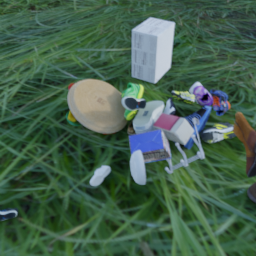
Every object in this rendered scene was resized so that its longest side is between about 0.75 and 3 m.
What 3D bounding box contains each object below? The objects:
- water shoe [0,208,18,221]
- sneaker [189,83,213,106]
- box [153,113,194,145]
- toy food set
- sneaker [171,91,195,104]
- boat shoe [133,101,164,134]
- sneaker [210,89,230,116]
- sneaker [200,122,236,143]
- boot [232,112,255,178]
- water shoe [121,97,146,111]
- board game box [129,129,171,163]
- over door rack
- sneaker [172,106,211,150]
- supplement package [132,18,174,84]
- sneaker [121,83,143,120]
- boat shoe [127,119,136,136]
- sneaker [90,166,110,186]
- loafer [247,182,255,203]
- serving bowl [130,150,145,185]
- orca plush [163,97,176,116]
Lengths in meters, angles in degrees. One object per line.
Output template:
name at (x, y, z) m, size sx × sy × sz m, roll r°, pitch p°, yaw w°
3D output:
water shoe at (-4.014, 2.801, 9.095) m, size 0.862 × 0.308 × 0.340 m, roll -3°, pitch 14°, yaw -1°
sneaker at (3.393, -1.315, 12.453) m, size 0.693 × 1.723 × 0.762 m, roll -49°, pitch 50°, yaw 10°
box at (1.720, 0.022, 10.718) m, size 0.698 × 0.820 × 1.282 m, roll -53°, pitch 36°, yaw -13°
toy food set at (-1.315, -0.985, 12.306) m, size 2.922 × 0.718 × 2.952 m, roll 23°, pitch 49°, yaw -16°
sneaker at (2.143, -1.247, 10.891) m, size 0.930 × 0.351 × 0.355 m, roll 21°, pitch 75°, yaw 2°
boat shoe at (0.895, -0.317, 11.965) m, size 0.963 × 0.983 × 2.759 m, roll 2°, pitch 28°, yaw 22°
sneaker at (3.257, -0.892, 10.020) m, size 0.533 × 1.416 × 0.555 m, roll 24°, pitch 76°, yaw 45°
sneaker at (3.742, 0.167, 11.832) m, size 1.743 × 0.649 × 0.737 m, roll -4°, pitch 35°, yaw -18°
boot at (3.798, 0.572, 9.126) m, size 0.579 × 1.591 × 1.690 m, roll -15°, pitch 38°, yaw -6°
water shoe at (0.117, -0.943, 11.072) m, size 0.577 × 0.522 × 1.461 m, roll 8°, pitch 3°, yaw 38°
board game box at (0.811, 0.703, 10.027) m, size 1.171 × 1.468 × 0.711 m, roll -12°, pitch 68°, yaw 14°
over door rack at (2.001, 0.583, 10.668) m, size 1.521 × 0.686 × 2.059 m, roll -31°, pitch 33°, yaw 29°
sneaker at (2.669, -0.218, 11.950) m, size 1.042 × 0.938 × 2.674 m, roll 26°, pitch 47°, yaw 21°
supplement package at (1.324, -4.164, 15.070) m, size 1.480 × 2.669 × 2.079 m, roll 22°, pitch 46°, yaw 22°
sneaker at (0.064, -1.165, 12.321) m, size 0.884 × 0.783 × 2.115 m, roll 21°, pitch 48°, yaw -7°
boat shoe at (0.360, -0.175, 12.243) m, size 0.471 × 0.459 × 1.244 m, roll 16°, pitch 44°, yaw 19°
sneaker at (-1.109, 1.736, 10.235) m, size 0.452 × 0.385 × 1.022 m, roll 14°, pitch 36°, yaw 33°
loafer at (5.076, 2.479, 8.939) m, size 2.470 × 0.877 × 0.902 m, roll 29°, pitch 49°, yaw 29°
serving bowl at (0.256, 1.202, 8.405) m, size 0.343 × 1.044 × 1.044 m, roll -7°, pitch 42°, yaw -5°
orca plush at (1.878, -0.506, 12.704) m, size 1.003 × 0.678 × 1.906 m, roll -36°, pitch 26°, yaw 28°
